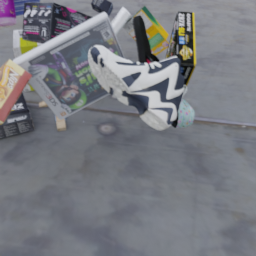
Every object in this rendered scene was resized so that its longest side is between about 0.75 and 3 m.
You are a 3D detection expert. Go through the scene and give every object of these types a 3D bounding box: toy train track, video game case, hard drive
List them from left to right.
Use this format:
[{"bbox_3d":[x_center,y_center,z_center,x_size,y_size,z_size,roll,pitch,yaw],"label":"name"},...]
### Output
[{"bbox_3d":[-2.759,-0.853,11.087,1.550,0.440,2.703,-10,39,-12],"label":"toy train track"},{"bbox_3d":[-1.379,-1.597,8.031,2.706,2.460,0.316,-28,52,0],"label":"video game case"},{"bbox_3d":[-0.879,-3.732,11.563,0.349,2.612,1.723,36,20,-21],"label":"hard drive"}]

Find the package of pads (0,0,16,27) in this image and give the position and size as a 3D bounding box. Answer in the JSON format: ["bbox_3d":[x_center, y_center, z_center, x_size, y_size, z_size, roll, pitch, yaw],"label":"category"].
[{"bbox_3d":[-5.113,-4.170,9.476,0.989,1.575,2.614,14,29,23],"label":"package of pads"}]

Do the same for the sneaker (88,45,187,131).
[{"bbox_3d":[0.390,-1.295,6.506,2.468,0.985,1.606,39,68,-5],"label":"sneaker"}]

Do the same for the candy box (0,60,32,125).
[{"bbox_3d":[-3.644,-0.630,7.406,2.568,0.710,1.482,-17,45,47],"label":"candy box"}]

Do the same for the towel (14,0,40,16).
[{"bbox_3d":[-4.208,-5.591,11.473,0.265,2.225,1.611,45,47,8],"label":"towel"}]

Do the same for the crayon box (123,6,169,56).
[{"bbox_3d":[0.787,-3.750,11.137,1.111,1.767,0.456,-27,27,42],"label":"crayon box"}]

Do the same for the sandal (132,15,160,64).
[{"bbox_3d":[0.700,-1.563,7.683,0.662,2.937,1.103,-6,21,13],"label":"sandal"}]

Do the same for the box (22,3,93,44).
[{"bbox_3d":[-2.330,-3.405,9.656,1.405,1.220,2.127,14,12,30],"label":"box"}]

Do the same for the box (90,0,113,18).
[{"bbox_3d":[-1.062,-4.983,11.478,0.780,0.458,0.767,28,6,-5],"label":"box"}]

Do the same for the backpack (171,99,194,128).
[{"bbox_3d":[1.405,-0.433,7.894,0.649,0.855,1.025,-9,31,-10],"label":"backpack"}]

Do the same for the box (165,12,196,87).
[{"bbox_3d":[1.518,-2.014,8.474,0.549,2.223,1.775,5,68,0],"label":"box"}]

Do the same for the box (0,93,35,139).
[{"bbox_3d":[-4.995,-0.366,10.285,2.614,0.642,2.107,-16,44,-20],"label":"box"}]

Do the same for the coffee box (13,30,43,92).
[{"bbox_3d":[-3.916,-3.163,12.702,2.047,2.067,2.070,-11,39,-14],"label":"coffee box"}]
